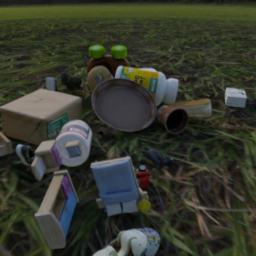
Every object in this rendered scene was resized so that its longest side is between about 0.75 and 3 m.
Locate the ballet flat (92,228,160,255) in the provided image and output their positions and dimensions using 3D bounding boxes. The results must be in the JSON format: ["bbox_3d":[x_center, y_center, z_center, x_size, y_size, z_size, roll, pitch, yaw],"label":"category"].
[{"bbox_3d":[-0.177,2.627,5.735,2.392,0.860,0.860,-24,36,-38],"label":"ballet flat"}]

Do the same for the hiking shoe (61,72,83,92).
[{"bbox_3d":[-2.856,-2.414,14.298,0.888,0.668,1.765,-6,-13,4],"label":"hiking shoe"}]

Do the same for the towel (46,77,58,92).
[{"bbox_3d":[-4.141,-2.384,15.284,0.803,0.665,0.344,24,31,37],"label":"towel"}]

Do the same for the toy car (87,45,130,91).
[{"bbox_3d":[-1.094,-2.431,13.863,2.251,2.344,2.853,2,38,4],"label":"toy car"}]

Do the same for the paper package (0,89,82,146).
[{"bbox_3d":[-3.355,-0.500,11.135,2.275,1.235,2.387,13,30,23],"label":"paper package"}]

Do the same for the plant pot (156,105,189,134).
[{"bbox_3d":[1.710,-0.409,11.316,1.050,1.050,1.040,-11,22,-20],"label":"plant pot"}]

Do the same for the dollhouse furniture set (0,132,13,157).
[{"bbox_3d":[-5.115,-0.290,9.009,1.859,2.856,2.624,-24,36,-37],"label":"dollhouse furniture set"}]

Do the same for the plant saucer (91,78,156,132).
[{"bbox_3d":[-0.174,-0.914,11.615,2.726,0.437,2.726,7,57,-11],"label":"plant saucer"}]

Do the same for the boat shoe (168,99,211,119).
[{"bbox_3d":[2.453,-0.671,11.938,2.299,0.795,0.848,-2,21,45],"label":"boat shoe"}]

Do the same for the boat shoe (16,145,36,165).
[{"bbox_3d":[-3.058,0.882,8.670,0.417,1.175,0.424,4,66,5],"label":"boat shoe"}]

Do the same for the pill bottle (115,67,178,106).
[{"bbox_3d":[0.823,-1.899,13.220,2.856,1.611,1.611,10,29,2],"label":"pill bottle"}]

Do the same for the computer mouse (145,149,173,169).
[{"bbox_3d":[0.975,0.964,9.424,0.691,0.263,0.998,-18,33,-29],"label":"computer mouse"}]

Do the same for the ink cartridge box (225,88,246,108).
[{"bbox_3d":[5.264,-1.493,13.754,0.897,0.508,1.223,7,29,13],"label":"ink cartridge box"}]

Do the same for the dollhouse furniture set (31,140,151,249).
[{"bbox_3d":[-0.769,1.439,6.462,2.346,2.215,1.531,-9,28,7],"label":"dollhouse furniture set"}]

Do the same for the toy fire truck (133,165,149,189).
[{"bbox_3d":[0.193,1.558,8.029,0.902,0.659,1.025,-4,40,-8],"label":"toy fire truck"}]

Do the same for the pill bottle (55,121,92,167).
[{"bbox_3d":[-1.783,0.401,9.375,1.113,1.113,2.010,-2,17,-3],"label":"pill bottle"}]

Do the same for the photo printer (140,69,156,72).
[{"bbox_3d":[0.938,-2.573,15.457,1.937,0.808,2.328,-7,29,-14],"label":"photo printer"}]

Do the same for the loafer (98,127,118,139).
[{"bbox_3d":[-0.792,0.244,10.773,0.930,0.340,0.330,14,41,35],"label":"loafer"}]
